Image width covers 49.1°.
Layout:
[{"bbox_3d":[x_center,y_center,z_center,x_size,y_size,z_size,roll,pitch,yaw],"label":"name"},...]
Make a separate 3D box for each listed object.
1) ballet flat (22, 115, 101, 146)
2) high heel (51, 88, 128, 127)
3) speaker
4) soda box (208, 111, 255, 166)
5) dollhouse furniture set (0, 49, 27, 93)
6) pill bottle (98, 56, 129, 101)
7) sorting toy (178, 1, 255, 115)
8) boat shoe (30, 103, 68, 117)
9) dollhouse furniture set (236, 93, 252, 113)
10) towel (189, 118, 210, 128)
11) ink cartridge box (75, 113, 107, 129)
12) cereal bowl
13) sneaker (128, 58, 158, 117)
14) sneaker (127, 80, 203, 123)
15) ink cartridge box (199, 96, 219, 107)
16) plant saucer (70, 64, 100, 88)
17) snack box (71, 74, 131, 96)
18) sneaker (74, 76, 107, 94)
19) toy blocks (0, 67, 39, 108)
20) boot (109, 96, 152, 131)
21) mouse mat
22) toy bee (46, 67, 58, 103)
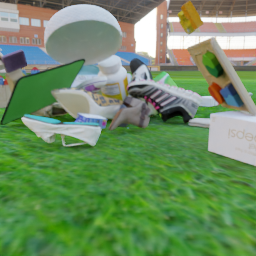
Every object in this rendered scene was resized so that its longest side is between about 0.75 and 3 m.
[{"bbox_3d":[-1.653,0.103,6.770,1.964,0.682,0.682,7,13,4],"label":"ballet flat"},{"bbox_3d":[-1.235,-0.854,9.761,2.704,0.965,1.927,21,16,-8],"label":"high heel"},{"bbox_3d":[1.646,-1.262,10.542,0.761,1.720,0.761,-40,8,7],"label":"speaker"},{"bbox_3d":[2.851,0.290,5.460,0.839,0.898,2.635,-8,15,-32],"label":"soda box"},{"bbox_3d":[-3.870,-1.658,8.375,1.365,1.723,1.223,-32,59,-27],"label":"dollhouse furniture set"},{"bbox_3d":[-0.566,-1.773,11.271,1.168,2.070,1.168,-7,41,6],"label":"pill bottle"},{"bbox_3d":[1.839,-1.494,6.500,0.363,2.710,2.019,-34,11,5],"label":"sorting toy"},{"bbox_3d":[-3.069,-0.682,10.822,1.520,0.548,0.494,-3,28,-21],"label":"boat shoe"},{"bbox_3d":[4.109,-0.659,9.338,1.564,1.110,1.240,-7,14,-29],"label":"dollhouse furniture set"},{"bbox_3d":[2.583,-0.148,9.215,1.063,0.183,0.705,9,17,34],"label":"towel"},{"bbox_3d":[-1.160,-0.211,8.358,0.850,0.324,0.580,6,10,-37],"label":"ink cartridge box"},{"bbox_3d":[-1.549,-3.227,9.501,2.617,1.090,2.617,-11,-16,-3],"label":"cereal bowl"},{"bbox_3d":[0.405,-1.595,10.984,1.135,2.564,0.950,-17,-19,-16],"label":"sneaker"},{"bbox_3d":[1.147,-0.861,9.713,2.674,1.169,0.986,15,-6,11],"label":"sneaker"},{"bbox_3d":[4.042,-1.341,14.086,0.737,0.428,1.022,11,16,40],"label":"ink cartridge box"},{"bbox_3d":[-2.158,-2.294,15.080,2.647,2.647,0.476,-5,-25,-23],"label":"plant saucer"},{"bbox_3d":[-1.175,-1.709,12.988,2.642,0.700,1.879,-2,-24,-2],"label":"snack box"},{"bbox_3d":[-1.420,-1.044,10.077,2.083,1.188,0.755,-20,0,37],"label":"sneaker"},{"bbox_3d":[-5.396,-2.050,13.867,2.779,1.899,1.389,-8,15,-31],"label":"toy blocks"},{"bbox_3d":[0.126,-0.274,8.244,0.960,1.313,0.461,34,-16,-15],"label":"boot"},{"bbox_3d":[-2.793,-1.234,9.354,2.894,0.109,2.328,-36,-8,-49],"label":"mouse mat"},{"bbox_3d":[-3.281,-1.608,12.980,1.316,2.011,1.093,5,-29,-36],"label":"toy bee"}]
